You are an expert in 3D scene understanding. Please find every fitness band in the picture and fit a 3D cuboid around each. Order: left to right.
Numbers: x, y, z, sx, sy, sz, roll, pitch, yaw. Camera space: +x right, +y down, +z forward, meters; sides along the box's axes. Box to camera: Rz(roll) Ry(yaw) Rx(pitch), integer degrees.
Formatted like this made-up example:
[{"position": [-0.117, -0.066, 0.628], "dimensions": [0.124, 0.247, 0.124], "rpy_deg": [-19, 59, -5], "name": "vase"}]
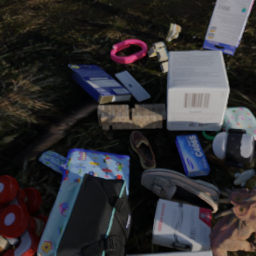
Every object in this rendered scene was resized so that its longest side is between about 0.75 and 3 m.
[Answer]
[{"position": [0.033, -4.052, 14.778], "dimensions": [2.050, 0.384, 1.472], "rpy_deg": [-32, 54, -25], "name": "fitness band"}]

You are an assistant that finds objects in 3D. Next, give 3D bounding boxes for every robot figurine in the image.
[{"position": [3.794, 0.689, 9.762], "dimensions": [1.616, 1.008, 1.214], "rpy_deg": [6, 26, 20], "name": "robot figurine"}]

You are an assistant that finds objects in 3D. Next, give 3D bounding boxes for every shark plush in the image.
[{"position": [3.848, 1.500, 9.078], "dimensions": [1.028, 0.428, 0.467], "rpy_deg": [-48, 60, 10], "name": "shark plush"}]

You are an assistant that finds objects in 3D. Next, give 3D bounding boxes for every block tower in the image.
[{"position": [0.146, -0.437, 11.100], "dimensions": [2.632, 0.761, 0.711], "rpy_deg": [-2, 47, 0], "name": "block tower"}]

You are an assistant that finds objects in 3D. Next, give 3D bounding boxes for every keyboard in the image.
[{"position": [0.177, -1.963, 12.980], "dimensions": [0.628, 0.119, 2.232], "rpy_deg": [-26, 52, -16], "name": "keyboard"}]

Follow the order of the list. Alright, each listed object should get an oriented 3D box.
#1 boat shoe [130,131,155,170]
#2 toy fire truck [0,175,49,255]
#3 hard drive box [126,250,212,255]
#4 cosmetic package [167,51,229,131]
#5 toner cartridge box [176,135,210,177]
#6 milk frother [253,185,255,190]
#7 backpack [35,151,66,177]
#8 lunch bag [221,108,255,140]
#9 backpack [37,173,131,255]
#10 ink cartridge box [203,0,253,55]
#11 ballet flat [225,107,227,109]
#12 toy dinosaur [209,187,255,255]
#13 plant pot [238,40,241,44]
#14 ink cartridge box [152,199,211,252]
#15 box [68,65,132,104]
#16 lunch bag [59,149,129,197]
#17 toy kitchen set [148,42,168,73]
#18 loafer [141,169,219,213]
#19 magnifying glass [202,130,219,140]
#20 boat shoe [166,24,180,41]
[{"position": [0.532, 0.668, 10.086], "dimensions": [0.646, 0.644, 1.790], "rpy_deg": [-11, 47, -10], "name": "boat shoe"}, {"position": [-3.493, 2.740, 7.820], "dimensions": [2.118, 1.414, 2.522], "rpy_deg": [-38, 53, -2], "name": "toy fire truck"}, {"position": [1.061, 4.007, 6.771], "dimensions": [2.188, 0.840, 1.706], "rpy_deg": [-3, 47, -3], "name": "hard drive box"}, {"position": [2.599, -1.482, 11.016], "dimensions": [2.114, 2.102, 2.527], "rpy_deg": [1, 46, 9], "name": "cosmetic package"}, {"position": [2.270, 0.963, 10.009], "dimensions": [0.768, 0.349, 1.618], "rpy_deg": [-6, 47, -5], "name": "toner cartridge box"}, {"position": [4.892, 1.803, 7.442], "dimensions": [2.461, 2.616, 2.361], "rpy_deg": [37, 15, 29], "name": "milk frother"}, {"position": [-2.417, 1.226, 9.401], "dimensions": [1.083, 0.883, 0.832], "rpy_deg": [37, 72, 26], "name": "backpack"}, {"position": [4.345, -0.064, 10.803], "dimensions": [1.298, 0.624, 1.618], "rpy_deg": [-4, 47, -7], "name": "lunch bag"}, {"position": [-0.924, 2.596, 6.973], "dimensions": [1.987, 2.592, 2.279], "rpy_deg": [3, 54, 12], "name": "backpack"}, {"position": [5.242, -5.478, 14.835], "dimensions": [1.748, 2.929, 0.615], "rpy_deg": [20, 14, 19], "name": "ink cartridge box"}, {"position": [4.035, -0.840, 11.794], "dimensions": [0.282, 0.282, 0.761], "rpy_deg": [1, 46, 1], "name": "ballet flat"}, {"position": [2.660, 2.503, 7.085], "dimensions": [1.867, 2.755, 1.182], "rpy_deg": [17, 14, -44], "name": "toy dinosaur"}, {"position": [5.737, -4.899, 15.741], "dimensions": [1.115, 0.153, 1.115], "rpy_deg": [1, 46, -1], "name": "plant pot"}, {"position": [1.524, 2.822, 8.027], "dimensions": [1.556, 0.649, 1.130], "rpy_deg": [10, 47, 9], "name": "ink cartridge box"}, {"position": [-1.316, -1.991, 12.377], "dimensions": [1.673, 0.448, 2.762], "rpy_deg": [-11, 44, -42], "name": "box"}, {"position": [-1.091, 1.476, 8.605], "dimensions": [2.078, 0.977, 1.564], "rpy_deg": [18, 44, -16], "name": "lunch bag"}, {"position": [1.772, -3.493, 14.204], "dimensions": [0.894, 1.215, 1.517], "rpy_deg": [-17, 85, -15], "name": "toy kitchen set"}, {"position": [1.569, 1.942, 8.660], "dimensions": [2.486, 0.894, 0.782], "rpy_deg": [13, 37, 8], "name": "loafer"}, {"position": [3.250, -0.127, 11.202], "dimensions": [0.620, 0.175, 1.559], "rpy_deg": [4, 48, 4], "name": "magnifying glass"}, {"position": [2.403, -5.054, 15.096], "dimensions": [0.566, 1.654, 0.618], "rpy_deg": [11, 90, -1], "name": "boat shoe"}]
